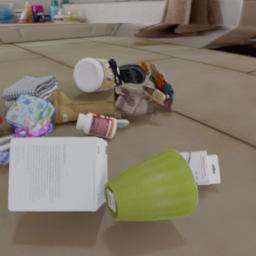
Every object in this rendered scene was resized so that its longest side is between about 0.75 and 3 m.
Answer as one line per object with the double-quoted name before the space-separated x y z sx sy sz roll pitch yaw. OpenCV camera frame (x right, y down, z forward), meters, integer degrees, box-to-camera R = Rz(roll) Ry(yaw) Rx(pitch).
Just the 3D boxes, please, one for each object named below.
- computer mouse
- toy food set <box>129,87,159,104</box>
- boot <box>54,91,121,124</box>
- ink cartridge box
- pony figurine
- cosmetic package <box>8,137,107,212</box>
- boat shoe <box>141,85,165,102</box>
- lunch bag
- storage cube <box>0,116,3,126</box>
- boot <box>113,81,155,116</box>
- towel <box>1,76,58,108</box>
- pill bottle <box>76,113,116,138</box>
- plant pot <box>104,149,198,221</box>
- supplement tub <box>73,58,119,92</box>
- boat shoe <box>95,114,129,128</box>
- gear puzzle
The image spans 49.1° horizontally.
"computer mouse" 0.056 -2.036 10.251 1.627 1.126 0.429 14 45 39
"toy food set" 0.342 -1.091 11.525 1.815 0.867 0.817 6 26 -10
"boot" -1.681 -0.844 11.254 2.483 0.821 2.174 -5 36 -11
"ink cartridge box" 1.582 1.012 6.971 1.326 0.442 0.768 -6 68 13
"pony figurine" -2.957 0.325 8.104 1.853 1.543 1.789 -29 24 -17
"cosmetic package" -1.370 0.932 5.907 1.706 1.408 1.406 -1 -6 4
"boat shoe" 0.895 -1.260 10.247 1.027 0.377 0.322 30 0 35
"lunch bag" -3.509 -0.470 9.999 1.616 0.666 1.299 16 67 28
"storage cube" -5.196 -0.488 8.903 1.611 1.695 1.885 -19 22 -9
"boot" 0.215 -1.300 10.912 1.582 0.760 2.164 12 41 -10
"towel" -4.006 -1.589 11.671 1.651 0.853 1.994 -5 28 17
"pill bottle" -1.061 -0.095 9.371 1.236 0.698 0.698 12 23 -16
"plant pot" 0.331 1.232 5.405 1.454 1.360 1.360 -11 28 -23
"supplement tub" -1.423 -2.504 13.267 1.514 1.514 2.093 11 15 22
"boat shoe" -0.692 -0.281 10.127 1.435 0.535 0.447 3 63 -1
"gear puzzle" 1.136 -1.962 11.873 0.356 1.410 2.722 -23 56 -12
